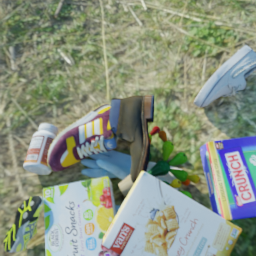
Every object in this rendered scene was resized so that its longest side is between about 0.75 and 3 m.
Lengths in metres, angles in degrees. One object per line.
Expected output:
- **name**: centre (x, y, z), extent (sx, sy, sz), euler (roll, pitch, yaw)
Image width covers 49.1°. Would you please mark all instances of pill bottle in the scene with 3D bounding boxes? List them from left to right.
- **pill bottle**: centre (-2.432, 0.596, 8.027), extent (0.758, 0.758, 1.351), euler (6, 61, 4)

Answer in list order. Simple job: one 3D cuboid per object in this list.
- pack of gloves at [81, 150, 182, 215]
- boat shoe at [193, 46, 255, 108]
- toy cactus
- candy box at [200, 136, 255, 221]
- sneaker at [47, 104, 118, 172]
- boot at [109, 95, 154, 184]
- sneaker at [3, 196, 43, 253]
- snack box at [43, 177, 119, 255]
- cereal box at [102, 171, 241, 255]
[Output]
- **pack of gloves**: centre (-0.188, 1.760, 7.492), extent (2.925, 0.577, 2.458), euler (15, 62, 8)
- **boat shoe**: centre (3.315, -1.513, 9.075), extent (0.963, 1.055, 2.931), euler (43, 65, 14)
- **toy cactus**: centre (0.683, 1.203, 7.599), extent (1.972, 1.222, 2.390), euler (-29, 64, -2)
- **candy box**: centre (3.344, 1.269, 7.416), extent (2.405, 0.926, 2.034), euler (-7, 71, -2)
- **sneaker**: centre (-1.013, 0.348, 7.846), extent (1.200, 0.998, 2.663), euler (29, 61, 32)
- **boot**: centre (0.013, 0.270, 7.276), extent (1.158, 0.893, 2.389), euler (5, 73, 11)
- **sneaker**: centre (-2.493, 2.361, 6.943), extent (0.558, 0.566, 1.481), euler (28, 88, 46)
- **snack box**: centre (-1.108, 2.582, 6.857), extent (1.736, 0.647, 2.441), euler (-12, 64, 0)
- **cereal box**: centre (0.960, 2.391, 6.268), extent (2.559, 0.506, 1.841), euler (30, 82, 0)
